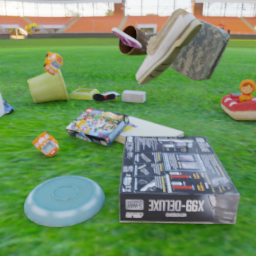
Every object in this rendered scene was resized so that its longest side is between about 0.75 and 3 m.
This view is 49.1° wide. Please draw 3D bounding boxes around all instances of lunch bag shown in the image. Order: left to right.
[{"bbox_3d":[2.453,-2.486,9.123,1.264,1.814,1.521,34,25,23],"label":"lunch bag"}]

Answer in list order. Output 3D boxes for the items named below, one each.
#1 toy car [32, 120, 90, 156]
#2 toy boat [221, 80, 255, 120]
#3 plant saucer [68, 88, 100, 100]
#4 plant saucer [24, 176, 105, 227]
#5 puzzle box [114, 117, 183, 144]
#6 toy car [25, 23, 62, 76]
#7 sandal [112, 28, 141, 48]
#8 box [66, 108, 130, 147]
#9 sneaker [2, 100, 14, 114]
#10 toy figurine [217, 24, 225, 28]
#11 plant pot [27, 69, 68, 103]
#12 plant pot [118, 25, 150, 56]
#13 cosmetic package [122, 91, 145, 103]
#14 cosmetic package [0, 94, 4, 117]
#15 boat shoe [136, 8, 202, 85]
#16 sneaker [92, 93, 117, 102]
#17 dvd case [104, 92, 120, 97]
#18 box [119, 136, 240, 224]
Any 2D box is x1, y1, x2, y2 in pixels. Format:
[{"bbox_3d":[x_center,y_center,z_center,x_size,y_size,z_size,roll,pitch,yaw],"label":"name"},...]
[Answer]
[{"bbox_3d":[-1.919,0.253,8.501,1.833,0.899,0.610,-35,68,-23],"label":"toy car"},{"bbox_3d":[4.926,-1.233,11.703,1.545,1.548,2.368,-1,21,-1],"label":"toy boat"},{"bbox_3d":[-2.367,-1.871,15.136,1.396,0.335,1.398,5,21,12],"label":"plant saucer"},{"bbox_3d":[-1.409,1.525,6.262,1.764,0.242,1.764,0,21,0],"label":"plant saucer"},{"bbox_3d":[0.416,0.194,9.665,2.492,0.317,1.658,18,28,40],"label":"puzzle box"},{"bbox_3d":[-1.654,-1.544,5.523,0.335,1.006,0.493,-15,40,29],"label":"toy car"},{"bbox_3d":[-0.094,-3.400,10.909,1.303,0.320,0.530,30,0,-10],"label":"sandal"},{"bbox_3d":[-1.047,-0.082,9.604,1.862,0.351,1.271,12,46,36],"label":"box"},{"bbox_3d":[-5.505,-0.945,12.419,1.166,0.520,0.458,14,25,31],"label":"sneaker"},{"bbox_3d":[3.389,-3.529,11.001,0.543,1.029,0.617,-23,29,-40],"label":"toy figurine"},{"bbox_3d":[-4.026,-2.003,13.926,1.627,1.770,1.770,-18,25,-14],"label":"plant pot"},{"bbox_3d":[0.516,-4.049,13.486,1.458,1.363,1.363,4,14,-40],"label":"plant pot"},{"bbox_3d":[0.296,-1.585,14.199,1.109,0.500,0.592,10,23,17],"label":"cosmetic package"},{"bbox_3d":[-6.863,-0.844,11.408,2.939,1.088,1.494,1,20,7],"label":"cosmetic package"},{"bbox_3d":[0.994,-2.301,8.124,0.827,2.417,0.903,51,26,12],"label":"boat shoe"},{"bbox_3d":[-1.181,-1.525,14.257,1.259,0.443,0.589,-2,-2,9],"label":"sneaker"},{"bbox_3d":[-0.877,-1.844,15.442,0.587,0.072,0.822,-11,23,-26],"label":"dvd case"},{"bbox_3d":[1.010,1.052,6.778,2.327,0.734,2.950,0,21,1],"label":"box"}]
